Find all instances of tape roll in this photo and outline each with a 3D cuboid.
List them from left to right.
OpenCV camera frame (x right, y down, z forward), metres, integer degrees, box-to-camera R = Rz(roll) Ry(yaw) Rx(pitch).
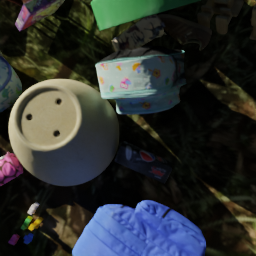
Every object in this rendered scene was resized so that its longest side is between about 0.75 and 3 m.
[{"bbox_3d":[0.567,-2.988,6.518,2.809,2.809,0.675,-18,109,-3],"label":"tape roll"}]

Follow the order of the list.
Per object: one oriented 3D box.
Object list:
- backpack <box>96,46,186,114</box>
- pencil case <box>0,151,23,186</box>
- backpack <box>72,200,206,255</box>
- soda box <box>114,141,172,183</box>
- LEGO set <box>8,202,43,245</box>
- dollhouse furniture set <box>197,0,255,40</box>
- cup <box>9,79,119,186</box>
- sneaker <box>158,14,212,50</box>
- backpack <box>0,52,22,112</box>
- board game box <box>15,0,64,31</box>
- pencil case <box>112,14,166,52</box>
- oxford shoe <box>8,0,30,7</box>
[{"bbox_3d":[0.281,-1.081,6.364,1.748,1.989,1.525,2,98,28],"label":"backpack"},{"bbox_3d":[-3.244,1.119,6.766,1.326,0.621,0.602,-31,43,-2],"label":"pencil case"},{"bbox_3d":[0.277,2.553,5.885,2.435,1.978,2.043,24,72,20],"label":"backpack"},{"bbox_3d":[0.381,0.830,6.870,1.345,0.426,0.476,23,108,2],"label":"soda box"},{"bbox_3d":[-2.382,2.378,6.663,0.422,0.454,1.106,28,80,5],"label":"LEGO set"},{"bbox_3d":[2.940,-3.164,7.644,1.637,1.087,1.435,23,79,27],"label":"dollhouse furniture set"},{"bbox_3d":[-1.571,-0.020,6.379,2.687,1.922,2.687,0,80,0],"label":"cup"},{"bbox_3d":[1.421,-2.591,7.571,1.580,0.557,0.597,21,96,12],"label":"sneaker"},{"bbox_3d":[-3.731,-1.252,6.683,1.966,1.445,1.799,42,72,12],"label":"backpack"},{"bbox_3d":[-2.125,-2.899,6.832,1.132,1.886,0.305,-34,110,-19],"label":"board game box"},{"bbox_3d":[0.259,-2.389,7.401,1.461,0.568,0.653,-32,92,5],"label":"pencil case"},{"bbox_3d":[-3.043,-3.430,6.644,1.521,0.543,0.542,25,71,-21],"label":"oxford shoe"}]
